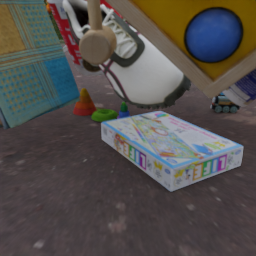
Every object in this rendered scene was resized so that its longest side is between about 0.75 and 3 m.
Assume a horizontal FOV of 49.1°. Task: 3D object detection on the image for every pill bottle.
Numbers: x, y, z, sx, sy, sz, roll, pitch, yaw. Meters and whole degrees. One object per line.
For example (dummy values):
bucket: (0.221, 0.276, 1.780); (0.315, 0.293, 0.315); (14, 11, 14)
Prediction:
pill bottle: (-1.042, -2.918, 7.051); (1.625, 2.895, 1.625); (-12, 39, 10)
pill bottle: (1.713, -0.793, 3.677); (0.583, 0.974, 0.583); (23, 42, -23)

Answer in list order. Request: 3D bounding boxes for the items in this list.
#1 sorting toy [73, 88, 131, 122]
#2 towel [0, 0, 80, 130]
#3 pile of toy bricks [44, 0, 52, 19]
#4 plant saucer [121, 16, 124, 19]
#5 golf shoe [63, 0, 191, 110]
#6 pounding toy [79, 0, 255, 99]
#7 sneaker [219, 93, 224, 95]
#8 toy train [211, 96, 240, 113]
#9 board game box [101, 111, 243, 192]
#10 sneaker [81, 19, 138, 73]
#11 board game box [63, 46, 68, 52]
sorting toy: (-0.819, -0.696, 8.482); (2.322, 0.800, 0.805); (17, 27, 39)
towel: (-2.095, -1.589, 5.358); (0.310, 2.858, 2.096); (-15, 10, 35)
pile of toy bricks: (-2.735, -3.710, 8.728); (0.664, 1.346, 0.747); (14, 57, -30)
plant saucer: (-0.515, -3.568, 8.658); (2.563, 2.559, 0.470); (41, 77, 12)
golf shoe: (-0.179, -1.207, 4.414); (2.574, 0.994, 1.134); (40, -3, 32)
pounding toy: (0.293, -1.383, 2.783); (2.295, 2.612, 1.195); (38, 37, -19)
sneaker: (4.307, -1.467, 10.900); (1.620, 0.593, 0.664); (-4, 23, 19)
toy train: (3.158, -0.786, 9.070); (0.924, 0.527, 0.394); (2, 20, 4)
board game box: (0.817, 0.318, 6.276); (1.839, 0.468, 2.735); (-12, 24, -28)
sneaker: (-0.179, -2.023, 5.895); (2.001, 0.671, 0.898); (-32, 42, 9)
board game box: (-2.147, -3.226, 10.639); (0.906, 0.157, 0.572); (-12, 37, 56)
